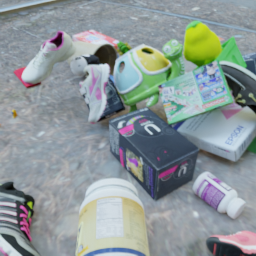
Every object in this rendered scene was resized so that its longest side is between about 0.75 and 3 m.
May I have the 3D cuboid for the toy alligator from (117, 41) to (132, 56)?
[{"bbox_3d":[-0.299,-3.667,12.613,0.569,0.521,1.920,-38,37,7],"label":"toy alligator"}]

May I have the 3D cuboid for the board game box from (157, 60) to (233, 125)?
[{"bbox_3d":[1.895,-0.981,8.102,1.885,1.268,0.274,-20,-13,24],"label":"board game box"}]

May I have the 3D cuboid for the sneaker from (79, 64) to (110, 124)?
[{"bbox_3d":[-1.188,-1.145,9.209,0.892,2.022,0.822,7,-8,-16],"label":"sneaker"}]

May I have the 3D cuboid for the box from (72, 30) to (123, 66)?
[{"bbox_3d":[-1.596,-4.041,14.601,1.349,1.244,2.628,-30,47,-32],"label":"box"}]

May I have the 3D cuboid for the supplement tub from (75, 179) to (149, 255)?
[{"bbox_3d":[-0.347,2.341,6.164,1.543,1.543,2.137,-2,37,-3],"label":"supplement tub"}]

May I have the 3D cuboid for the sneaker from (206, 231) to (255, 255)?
[{"bbox_3d":[2.626,2.747,6.563,1.641,0.605,0.712,9,25,5],"label":"sneaker"}]

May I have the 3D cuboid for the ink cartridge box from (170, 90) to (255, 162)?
[{"bbox_3d":[3.043,-0.431,9.623,2.904,0.629,2.851,22,55,40],"label":"ink cartridge box"}]

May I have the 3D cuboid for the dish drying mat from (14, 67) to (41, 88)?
[{"bbox_3d":[-4.845,-2.415,13.408,0.732,0.173,1.905,-24,45,-27],"label":"dish drying mat"}]

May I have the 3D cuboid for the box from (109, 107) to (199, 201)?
[{"bbox_3d":[0.663,0.664,8.485,1.531,1.328,2.504,-22,44,-27],"label":"box"}]

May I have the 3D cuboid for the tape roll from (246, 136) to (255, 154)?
[{"bbox_3d":[5.063,-0.167,10.049,2.996,0.720,2.996,0,39,0],"label":"tape roll"}]

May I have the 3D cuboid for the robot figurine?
[{"bbox_3d":[-1.654,-2.460,10.936,0.807,0.971,1.293,39,36,18],"label":"robot figurine"}]

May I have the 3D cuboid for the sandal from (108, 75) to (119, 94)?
[{"bbox_3d":[-0.821,-1.784,11.782,0.972,1.065,2.445,-6,29,0],"label":"sandal"}]

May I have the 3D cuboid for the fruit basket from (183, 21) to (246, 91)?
[{"bbox_3d":[2.467,-2.167,9.230,2.608,1.881,2.608,7,72,-23],"label":"fruit basket"}]

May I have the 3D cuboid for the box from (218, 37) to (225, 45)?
[{"bbox_3d":[5.099,-5.058,16.533,0.706,0.493,0.928,-22,43,-26],"label":"box"}]

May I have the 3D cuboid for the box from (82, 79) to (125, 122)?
[{"bbox_3d":[-0.886,-0.981,10.204,1.184,1.164,0.734,-25,-5,5],"label":"box"}]

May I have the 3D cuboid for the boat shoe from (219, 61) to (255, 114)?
[{"bbox_3d":[3.632,-0.883,8.171,2.755,0.830,0.982,36,3,2],"label":"boat shoe"}]

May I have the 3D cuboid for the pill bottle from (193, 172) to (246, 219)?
[{"bbox_3d":[2.437,1.817,7.516,0.718,0.718,1.279,-26,45,-30],"label":"pill bottle"}]

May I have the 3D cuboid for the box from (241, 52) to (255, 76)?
[{"bbox_3d":[4.624,-2.158,11.324,1.853,1.337,2.497,-4,19,41],"label":"box"}]

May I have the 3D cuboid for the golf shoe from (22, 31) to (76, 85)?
[{"bbox_3d":[-2.852,-2.452,9.645,0.852,1.035,2.261,41,79,17],"label":"golf shoe"}]

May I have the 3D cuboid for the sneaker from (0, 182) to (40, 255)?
[{"bbox_3d":[-2.708,2.196,6.744,1.232,1.039,2.817,-35,45,-28],"label":"sneaker"}]

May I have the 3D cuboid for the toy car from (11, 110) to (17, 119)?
[{"bbox_3d":[-4.888,-0.393,10.588,0.632,0.428,1.288,19,42,22],"label":"toy car"}]

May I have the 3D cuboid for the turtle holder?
[{"bbox_3d":[0.601,-1.790,9.502,2.038,1.904,2.682,-32,9,-15],"label":"turtle holder"}]

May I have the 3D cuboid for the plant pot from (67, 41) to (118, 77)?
[{"bbox_3d":[-1.763,-3.131,12.839,1.768,1.931,1.931,28,46,29],"label":"plant pot"}]
